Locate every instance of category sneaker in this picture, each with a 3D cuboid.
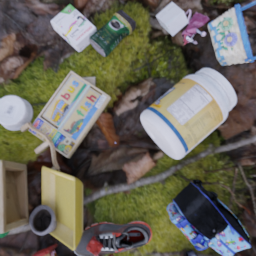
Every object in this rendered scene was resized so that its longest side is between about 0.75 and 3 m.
[{"bbox_3d":[-0.573,3.842,9.740,2.865,1.173,1.104,-12,79,-3],"label":"sneaker"}]

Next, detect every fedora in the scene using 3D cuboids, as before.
[{"bbox_3d":[-2.926,3.307,9.906,1.089,0.492,0.963,25,71,36],"label":"fedora"}]

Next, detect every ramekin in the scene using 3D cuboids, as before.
[{"bbox_3d":[-4.493,-0.609,10.923,1.354,0.660,1.354,0,79,0],"label":"ramekin"}]

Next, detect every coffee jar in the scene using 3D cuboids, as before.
[{"bbox_3d":[-0.613,-3.899,11.510,1.004,0.822,1.926,44,82,11],"label":"coffee jar"}]

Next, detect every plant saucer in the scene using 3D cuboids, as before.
[{"bbox_3d":[-2.212,2.597,9.594,0.565,2.332,2.332,-2,95,-42],"label":"plant saucer"}]

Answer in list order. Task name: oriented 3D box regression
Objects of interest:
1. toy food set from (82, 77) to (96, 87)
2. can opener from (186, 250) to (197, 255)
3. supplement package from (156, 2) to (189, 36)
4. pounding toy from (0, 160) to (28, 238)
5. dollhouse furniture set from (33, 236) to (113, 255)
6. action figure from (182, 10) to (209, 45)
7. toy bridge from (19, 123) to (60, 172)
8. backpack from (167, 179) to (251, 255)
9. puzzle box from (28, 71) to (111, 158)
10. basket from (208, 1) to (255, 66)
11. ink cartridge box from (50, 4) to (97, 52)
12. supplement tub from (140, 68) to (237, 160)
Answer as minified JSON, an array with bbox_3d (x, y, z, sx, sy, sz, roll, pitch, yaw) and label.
[{"bbox_3d":[-1.639,-1.611,11.346,0.666,0.280,0.928,-1,86,3],"label":"toy food set"},{"bbox_3d":[2.353,5.382,9.697,0.809,0.652,2.057,-19,79,-5],"label":"can opener"},{"bbox_3d":[1.785,-4.409,11.361,0.864,0.665,0.904,-39,53,10],"label":"supplement package"},{"bbox_3d":[-4.740,2.632,9.264,1.998,2.587,2.810,-6,78,-1],"label":"pounding toy"},{"bbox_3d":[-1.858,4.592,9.605,2.705,1.100,1.456,-21,79,-3],"label":"dollhouse furniture set"},{"bbox_3d":[2.576,-4.044,11.344,1.188,1.069,1.596,39,68,-4],"label":"action figure"},{"bbox_3d":[-3.175,0.707,10.516,0.736,0.298,2.190,-35,86,15],"label":"toy bridge"},{"bbox_3d":[2.737,3.238,9.432,1.665,2.260,2.475,-43,93,0],"label":"backpack"},{"bbox_3d":[-2.263,-0.541,10.911,1.930,0.369,2.902,33,86,7],"label":"puzzle box"},{"bbox_3d":[4.556,-3.573,10.745,2.564,1.783,2.261,-17,77,23],"label":"basket"},{"bbox_3d":[-2.219,-4.127,11.640,1.569,0.659,1.136,44,82,8],"label":"ink cartridge box"},{"bbox_3d":[2.171,-0.544,10.155,2.973,2.150,2.150,-40,81,-8],"label":"supplement tub"}]
